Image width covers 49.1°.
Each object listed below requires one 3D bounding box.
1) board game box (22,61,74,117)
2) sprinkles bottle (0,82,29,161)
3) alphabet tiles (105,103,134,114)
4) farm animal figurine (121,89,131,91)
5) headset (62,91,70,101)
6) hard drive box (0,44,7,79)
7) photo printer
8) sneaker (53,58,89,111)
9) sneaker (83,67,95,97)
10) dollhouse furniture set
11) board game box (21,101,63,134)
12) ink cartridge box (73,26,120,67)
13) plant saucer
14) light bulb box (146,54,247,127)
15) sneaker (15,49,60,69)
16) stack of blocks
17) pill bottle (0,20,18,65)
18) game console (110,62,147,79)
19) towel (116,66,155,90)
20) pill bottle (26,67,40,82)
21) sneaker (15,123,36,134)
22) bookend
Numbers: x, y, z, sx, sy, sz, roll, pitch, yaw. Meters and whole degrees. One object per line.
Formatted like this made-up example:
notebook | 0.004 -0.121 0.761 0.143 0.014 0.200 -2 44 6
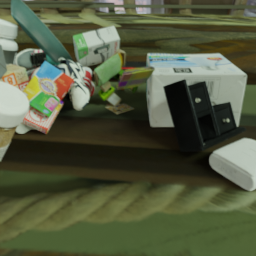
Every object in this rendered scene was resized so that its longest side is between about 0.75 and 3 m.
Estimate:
board game box | -2.439 -1.158 8.426 1.042 1.362 0.275 32 -11 -4
sprinkles bottle | -2.827 0.327 5.485 0.883 2.588 0.883 28 31 -18
alphabet tiles | -0.367 -0.761 10.372 0.770 0.035 0.922 -20 34 -33
farm animal figurine | -0.009 -1.947 11.808 0.829 0.838 0.437 7 -6 27
headset | -2.014 -1.280 10.336 0.994 0.756 1.609 25 -6 -18
hard drive box | -4.689 -1.573 7.317 2.265 0.870 1.766 7 39 2
photo printer | 2.949 0.799 6.765 1.522 0.529 1.266 -17 31 -28
sneaker | -1.896 -1.489 8.938 0.725 1.183 1.817 -20 61 30
sneaker | -1.559 -1.396 10.284 0.575 1.616 0.909 2 63 1
dollhouse furniture set | -0.371 -1.604 9.628 0.964 1.920 1.258 40 76 10
board game box | -2.661 -0.504 8.634 0.896 0.274 1.183 25 55 -9
ink cartridge box | -1.081 -2.785 9.697 1.484 1.083 0.624 -19 70 -12
plant saucer | -3.138 -3.266 9.889 0.518 2.879 2.879 -44 38 -4
light bulb box | 2.076 -1.406 9.688 2.847 1.792 2.872 0 27 0
sneaker | -4.448 -3.678 14.949 1.689 1.170 2.798 9 26 38
stack of blocks | -4.248 -0.613 8.279 0.832 1.635 2.840 20 39 34
pill bottle | -4.488 -2.337 9.330 1.375 2.414 1.375 16 19 -6
game console | 0.198 -2.880 14.249 2.437 0.378 2.156 2 32 4
towel | 0.181 -1.418 8.002 0.921 0.146 1.283 -12 -9 -14
pill bottle | -3.201 -1.554 9.958 1.077 1.077 1.945 -21 16 -35
sneaker | -3.039 -0.121 8.767 1.041 0.401 0.426 -15 19 -33
bookend | 2.125 -0.498 7.704 1.856 1.844 0.855 -17 4 -31
